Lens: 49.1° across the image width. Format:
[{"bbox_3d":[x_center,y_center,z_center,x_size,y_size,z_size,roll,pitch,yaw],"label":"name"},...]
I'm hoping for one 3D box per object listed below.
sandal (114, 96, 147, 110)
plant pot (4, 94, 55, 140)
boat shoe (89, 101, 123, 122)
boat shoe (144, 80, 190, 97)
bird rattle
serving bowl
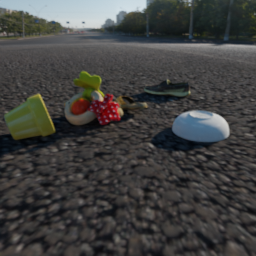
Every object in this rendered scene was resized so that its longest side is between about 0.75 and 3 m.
[{"bbox_3d":[-0.113,-1.071,11.828,2.122,0.573,0.852,5,17,42],"label":"sandal"},{"bbox_3d":[-3.209,-0.246,9.064,1.268,1.348,1.348,-23,27,-14],"label":"plant pot"},{"bbox_3d":[-1.009,-0.772,11.123,0.707,0.773,2.068,-9,30,-36],"label":"boat shoe"},{"bbox_3d":[2.001,-2.106,14.407,2.387,0.774,0.874,6,22,15],"label":"boat shoe"},{"bbox_3d":[-1.427,-0.802,10.497,1.956,1.351,2.399,-32,55,4],"label":"bird rattle"},{"bbox_3d":[2.487,-0.169,9.611,1.917,0.631,1.917,-1,22,0],"label":"serving bowl"}]
